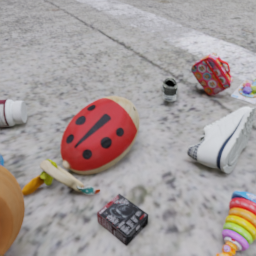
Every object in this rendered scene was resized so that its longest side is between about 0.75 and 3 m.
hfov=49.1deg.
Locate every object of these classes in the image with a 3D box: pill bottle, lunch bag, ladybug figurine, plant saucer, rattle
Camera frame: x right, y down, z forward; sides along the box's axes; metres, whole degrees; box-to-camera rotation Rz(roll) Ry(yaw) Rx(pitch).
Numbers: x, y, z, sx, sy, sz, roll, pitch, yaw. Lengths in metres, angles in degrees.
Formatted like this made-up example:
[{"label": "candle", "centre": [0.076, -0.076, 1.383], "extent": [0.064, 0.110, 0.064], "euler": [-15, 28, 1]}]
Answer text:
[{"label": "pill bottle", "centre": [-4.043, -0.462, 8.836], "extent": [1.493, 0.852, 0.852], "euler": [-3, 37, -5]}, {"label": "lunch bag", "centre": [3.103, -1.953, 10.100], "extent": [1.237, 1.405, 0.576], "euler": [-25, 18, 51]}, {"label": "ladybug figurine", "centre": [-0.739, 0.100, 7.399], "extent": [1.756, 0.931, 2.587], "euler": [37, 69, 11]}, {"label": "plant saucer", "centre": [-2.964, 1.675, 4.384], "extent": [2.717, 2.717, 0.508], "euler": [-22, 36, -27]}, {"label": "rattle", "centre": [-1.578, 1.492, 6.588], "extent": [1.512, 0.984, 1.080], "euler": [37, 65, -3]}]

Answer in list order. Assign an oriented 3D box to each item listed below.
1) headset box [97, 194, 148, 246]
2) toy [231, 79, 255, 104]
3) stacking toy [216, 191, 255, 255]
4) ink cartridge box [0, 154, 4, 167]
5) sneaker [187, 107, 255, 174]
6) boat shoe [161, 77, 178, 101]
[{"label": "headset box", "centre": [-0.156, 1.925, 6.041], "extent": [0.963, 0.372, 0.717], "euler": [27, 44, 32]}, {"label": "toy", "centre": [4.670, -1.518, 10.672], "extent": [0.900, 0.369, 1.563], "euler": [25, 43, 30]}, {"label": "stacking toy", "centre": [2.193, 2.111, 5.604], "extent": [0.889, 0.841, 1.533], "euler": [26, 58, 31]}, {"label": "ink cartridge box", "centre": [-3.774, 1.154, 5.661], "extent": [1.854, 1.887, 2.563], "euler": [-17, 41, -11]}, {"label": "sneaker", "centre": [2.791, 0.110, 8.001], "extent": [1.154, 1.095, 2.867], "euler": [12, 33, 37]}, {"label": "boat shoe", "centre": [1.583, -1.554, 10.382], "extent": [0.644, 0.580, 1.822], "euler": [4, 26, 4]}]
